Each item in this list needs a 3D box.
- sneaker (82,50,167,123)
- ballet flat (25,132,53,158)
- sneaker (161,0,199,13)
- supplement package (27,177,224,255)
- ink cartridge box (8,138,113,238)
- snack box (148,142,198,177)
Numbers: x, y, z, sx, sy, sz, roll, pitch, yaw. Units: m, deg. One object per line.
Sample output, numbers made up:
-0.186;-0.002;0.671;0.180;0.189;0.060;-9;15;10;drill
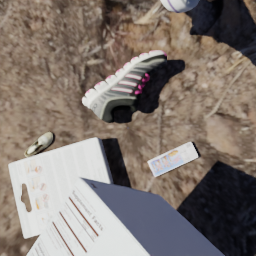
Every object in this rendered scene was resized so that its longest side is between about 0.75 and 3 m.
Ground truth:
0.098;-1.062;7.722;2.636;0.972;1.153;-35;83;-1;sneaker
-2.471;0.483;7.778;0.317;0.293;0.941;44;83;7;ballet flat
0.523;-2.877;5.621;1.556;0.989;2.730;-23;42;30;sneaker
-0.174;2.653;4.610;2.004;2.606;2.725;38;97;38;supplement package
-1.696;1.577;7.507;2.544;0.601;2.036;-17;81;3;ink cartridge box
1.244;0.870;7.777;1.329;0.162;0.478;-24;81;-4;snack box
